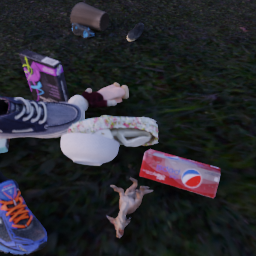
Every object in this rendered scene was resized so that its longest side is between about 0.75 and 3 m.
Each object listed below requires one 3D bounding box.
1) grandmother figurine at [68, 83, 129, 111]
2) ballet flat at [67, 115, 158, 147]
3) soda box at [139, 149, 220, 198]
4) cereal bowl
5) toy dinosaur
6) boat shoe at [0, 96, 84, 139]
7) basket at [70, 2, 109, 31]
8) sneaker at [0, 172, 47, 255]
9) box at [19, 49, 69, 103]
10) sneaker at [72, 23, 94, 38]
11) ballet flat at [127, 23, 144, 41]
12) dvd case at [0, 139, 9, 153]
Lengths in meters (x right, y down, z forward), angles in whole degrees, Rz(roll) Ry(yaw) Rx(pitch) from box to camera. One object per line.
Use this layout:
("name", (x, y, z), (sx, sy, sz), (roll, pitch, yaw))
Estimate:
("grandmother figurine", (-0.978, -0.943, 9.219), (1.396, 0.697, 2.301), (15, 28, 41))
("ballet flat", (-0.305, 0.170, 7.750), (2.640, 0.998, 0.844), (-6, 43, -19))
("soda box", (1.301, 1.118, 7.085), (1.900, 0.665, 0.603), (15, 10, 15))
("cereal bowl", (-1.029, 0.621, 7.343), (1.519, 1.519, 0.633), (6, 76, 7))
("toy dinosaur", (0.007, 1.780, 6.453), (0.643, 1.015, 1.497), (17, 13, 28))
("boat shoe", (-2.537, -0.313, 7.331), (2.746, 1.273, 1.025), (-10, 73, -9))
("basket", (-1.941, -5.797, 14.752), (1.660, 1.129, 1.496), (23, 55, 19))
("sneaker", (-2.653, 1.671, 5.996), (2.522, 0.989, 0.950), (34, 24, 22))
("box", (-2.586, -1.344, 8.947), (1.473, 2.060, 0.372), (23, 51, 24))
("sneaker", (-2.313, -4.932, 14.276), (0.588, 0.526, 1.436), (-19, 48, -44))
("ballet flat", (0.394, -4.793, 14.205), (0.544, 0.465, 1.638), (33, 52, -1))
("dvd case", (-4.434, 0.076, 8.520), (1.687, 0.254, 2.311), (-11, 37, -8))
